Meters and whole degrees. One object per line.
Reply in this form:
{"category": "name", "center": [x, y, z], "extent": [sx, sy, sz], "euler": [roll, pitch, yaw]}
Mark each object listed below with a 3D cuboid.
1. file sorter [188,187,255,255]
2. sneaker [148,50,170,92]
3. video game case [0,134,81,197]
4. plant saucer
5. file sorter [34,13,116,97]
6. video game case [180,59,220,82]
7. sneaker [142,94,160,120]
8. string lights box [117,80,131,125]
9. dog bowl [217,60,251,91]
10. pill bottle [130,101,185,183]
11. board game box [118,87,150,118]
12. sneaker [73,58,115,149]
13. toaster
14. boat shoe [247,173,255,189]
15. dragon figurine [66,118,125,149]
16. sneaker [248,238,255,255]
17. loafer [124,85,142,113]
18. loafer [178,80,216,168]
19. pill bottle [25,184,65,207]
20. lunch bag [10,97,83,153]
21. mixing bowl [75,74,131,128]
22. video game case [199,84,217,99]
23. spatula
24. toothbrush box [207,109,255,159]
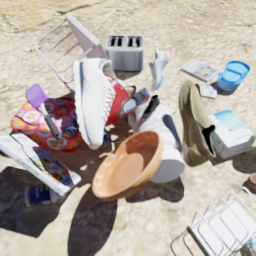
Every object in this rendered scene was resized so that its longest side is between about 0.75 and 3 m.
{"category": "file sorter", "center": [2.963, 2.753, 8.188], "extent": [1.852, 1.153, 1.285], "euler": [-21, 50, -19]}
{"category": "sneaker", "center": [1.019, -2.180, 10.621], "extent": [0.684, 1.578, 0.592], "euler": [14, 2, -20]}
{"category": "video game case", "center": [-2.798, 1.085, 8.879], "extent": [2.626, 1.881, 0.237], "euler": [36, 93, 3]}
{"category": "plant saucer", "center": [0.042, 1.125, 8.250], "extent": [2.574, 0.482, 2.574], "euler": [-36, 21, 16]}
{"category": "file sorter", "center": [-1.967, -2.466, 11.169], "extent": [1.837, 2.951, 2.048], "euler": [-41, 66, -6]}
{"category": "video game case", "center": [3.691, -2.970, 14.371], "extent": [1.639, 0.148, 1.173], "euler": [35, 55, 29]}
{"category": "sneaker", "center": [0.749, -0.749, 9.724], "extent": [0.345, 0.490, 0.923], "euler": [30, 72, 28]}
{"category": "string lights box", "center": [-0.090, -1.114, 12.206], "extent": [1.198, 0.688, 2.332], "euler": [-33, 54, -27]}
{"category": "dog bowl", "center": [5.126, -2.543, 13.697], "extent": [1.196, 0.532, 2.145], "euler": [27, 53, 24]}
{"category": "pill bottle", "center": [1.028, 0.431, 10.097], "extent": [1.596, 1.596, 2.816], "euler": [-5, 46, -5]}
{"category": "board game box", "center": [0.236, -0.876, 9.099], "extent": [1.223, 1.222, 0.377], "euler": [-32, 88, -14]}
{"category": "sneaker", "center": [-0.931, -0.780, 8.243], "extent": [1.129, 1.072, 2.806], "euler": [-6, 77, -2]}
{"category": "toaster", "center": [-0.183, -3.840, 14.390], "extent": [2.016, 1.323, 2.230], "euler": [2, 47, 3]}
{"category": "boat shoe", "center": [5.090, 1.660, 9.526], "extent": [1.997, 0.717, 0.756], "euler": [-4, 46, -4]}
{"category": "dragon figurine", "center": [-1.187, 0.186, 9.511], "extent": [2.107, 1.047, 0.620], "euler": [12, 72, 40]}
{"category": "sneaker", "center": [4.328, 3.324, 7.969], "extent": [1.767, 0.676, 0.714], "euler": [-8, 49, -9]}
{"category": "loafer", "center": [-0.494, -1.075, 10.760], "extent": [2.630, 0.898, 0.995], "euler": [-12, 60, 44]}
{"category": "loafer", "center": [2.365, -0.187, 9.332], "extent": [1.007, 1.135, 2.985], "euler": [-9, 79, 33]}
{"category": "pill bottle", "center": [-2.684, 2.145, 9.107], "extent": [1.174, 0.652, 0.652], "euler": [-8, 47, -8]}
{"category": "lunch bag", "center": [-2.938, -0.346, 11.149], "extent": [2.771, 1.135, 2.441], "euler": [11, 47, 10]}
{"category": "mixing bowl", "center": [-1.085, -0.789, 10.039], "extent": [2.167, 2.167, 1.173], "euler": [22, 54, 20]}
{"category": "video game case", "center": [3.581, -1.758, 13.238], "extent": [1.130, 0.102, 0.809], "euler": [13, 47, 12]}
{"category": "spatula", "center": [-2.419, -0.440, 8.099], "extent": [0.589, 0.214, 2.085], "euler": [-37, 63, 5]}
{"category": "toothbrush box", "center": [3.834, 0.199, 10.920], "extent": [1.267, 0.738, 1.731], "euler": [-15, 49, -13]}
